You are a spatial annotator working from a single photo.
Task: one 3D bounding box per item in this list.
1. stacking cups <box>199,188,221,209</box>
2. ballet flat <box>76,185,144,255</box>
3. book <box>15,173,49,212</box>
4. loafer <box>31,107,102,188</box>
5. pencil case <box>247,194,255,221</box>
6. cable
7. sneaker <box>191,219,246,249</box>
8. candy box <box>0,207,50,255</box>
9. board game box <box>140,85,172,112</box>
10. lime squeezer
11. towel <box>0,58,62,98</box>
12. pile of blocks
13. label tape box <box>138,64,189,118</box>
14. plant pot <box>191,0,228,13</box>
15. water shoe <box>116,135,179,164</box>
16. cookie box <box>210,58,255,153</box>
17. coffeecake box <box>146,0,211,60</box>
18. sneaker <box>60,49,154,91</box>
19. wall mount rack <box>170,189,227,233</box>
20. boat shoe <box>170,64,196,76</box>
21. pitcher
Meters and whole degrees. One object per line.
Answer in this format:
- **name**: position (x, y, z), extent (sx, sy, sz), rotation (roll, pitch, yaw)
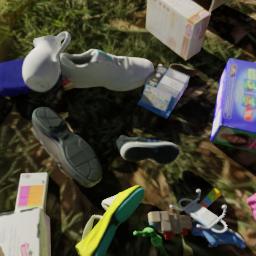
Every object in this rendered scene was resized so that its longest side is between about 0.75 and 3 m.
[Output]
- **stacking cups**: position (2.006, 1.925, 7.198), extent (0.840, 0.254, 0.254), rotation (-40, 68, -14)
- **ballet flat**: position (-0.472, 2.178, 6.792), extent (0.733, 0.730, 2.186), rotation (22, 62, 31)
- **book**: position (-2.501, 1.704, 7.291), extent (0.717, 0.258, 1.074), rotation (-2, 59, 0)
- **loafer**: position (-1.732, 0.602, 7.692), extent (2.667, 0.839, 0.958), rotation (49, 40, 15)
- **pencil case**: position (3.464, 2.318, 6.623), extent (0.760, 0.784, 1.675), rotation (-21, 59, 9)
- **cable**: position (-2.059, -1.185, 8.444), extent (1.020, 0.495, 0.257), rotation (-43, 49, -16)
- **sneaker**: position (2.128, 2.628, 6.700), extent (1.282, 0.503, 0.571), rotation (16, 72, 16)
- **candy box**: position (-3.014, 3.062, 6.021), extent (2.537, 0.908, 2.128), rotation (-9, 55, -3)
- **board game box**: position (0.836, -0.880, 8.362), extent (0.816, 0.140, 0.549), rotation (24, 92, 9)
- **lime squeezer**: position (0.606, 2.576, 6.358), extent (0.276, 1.462, 0.516), rotation (-41, 23, 0)
- **towel**: position (-3.151, -1.691, 9.074), extent (1.890, 0.468, 1.396), rotation (-12, 58, -8)
- **pile of blocks**: position (0.868, 2.220, 6.237), extent (0.686, 1.672, 0.520), rotation (-21, 60, 28)
- **label tape box**: position (1.106, -1.177, 8.750), extent (1.067, 0.468, 1.480), rotation (27, 64, 14)
- **plant pot**: position (2.985, -5.018, 10.370), extent (1.484, 1.621, 1.621), rotation (-29, 65, -27)
- **water shoe**: position (0.552, 0.476, 7.268), extent (1.798, 0.643, 0.709), rotation (9, 29, -34)
- **cookie box**: position (4.050, -0.508, 8.012), extent (2.856, 1.073, 2.443), rotation (13, 63, 8)
- **coffeecake box**: position (1.583, -3.554, 9.416), extent (0.755, 1.587, 2.068), rotation (-37, 67, -18)
- **sneaker**: position (-0.639, -1.915, 8.675), extent (2.958, 1.309, 1.113), rotation (-4, 60, -2)
- **wall mount rack**: position (1.601, 1.926, 6.418), extent (1.121, 0.481, 1.290), rotation (-20, 34, -36)
- **boat shoe**: position (1.780, -1.899, 9.199), extent (0.877, 0.321, 0.275), rotation (16, 23, -8)
- **pitcher**: position (-2.353, -2.015, 8.258), extent (1.462, 1.033, 1.704), rotation (-19, 53, 31)
